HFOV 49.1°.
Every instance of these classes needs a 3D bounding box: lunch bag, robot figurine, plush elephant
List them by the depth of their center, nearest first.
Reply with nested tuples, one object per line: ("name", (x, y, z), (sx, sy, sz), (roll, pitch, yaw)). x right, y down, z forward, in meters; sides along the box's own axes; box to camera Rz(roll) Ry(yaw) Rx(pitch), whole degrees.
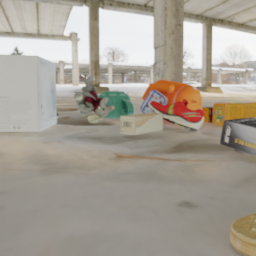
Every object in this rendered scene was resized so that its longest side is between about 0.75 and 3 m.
("lunch bag", (1.063, -0.981, 11.901), (0.938, 1.171, 0.442), (39, 23, 18))
("plush elephant", (-1.424, -1.028, 12.393), (1.472, 1.901, 1.566), (19, 44, 9))
("robot figurine", (2.058, -1.217, 12.637), (2.936, 2.112, 1.712), (20, 38, 41))

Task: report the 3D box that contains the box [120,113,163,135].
("box", (0.493, -0.159, 9.833), (0.739, 0.605, 1.556), (6, 10, 40))

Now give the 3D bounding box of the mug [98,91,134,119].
("mug", (-0.592, -1.252, 14.787), (2.198, 1.359, 1.806), (2, 8, 16))

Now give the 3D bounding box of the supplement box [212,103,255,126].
("supplement box", (5.014, -0.595, 11.707), (2.879, 0.990, 0.958), (-5, 7, -17))

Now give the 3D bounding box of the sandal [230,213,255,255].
("sandal", (1.917, 0.770, 3.110), (2.076, 0.683, 0.761), (-6, 10, -35))

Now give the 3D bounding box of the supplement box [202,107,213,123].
("supplement box", (3.986, -0.610, 12.915), (0.952, 0.632, 0.939), (0, 8, 2))

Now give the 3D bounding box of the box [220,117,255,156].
("box", (3.676, 0.242, 6.320), (2.521, 0.609, 1.997), (-6, 18, -37))

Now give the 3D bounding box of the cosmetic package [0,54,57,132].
("cosmetic package", (-3.741, -1.293, 10.550), (1.603, 2.608, 2.600), (-1, 8, -1))

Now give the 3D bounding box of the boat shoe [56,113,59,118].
("boat shoe", (-3.748, -0.661, 14.492), (0.290, 0.285, 0.804), (-2, 9, -17))

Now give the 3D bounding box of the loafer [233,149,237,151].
("loafer", (2.829, 0.402, 7.164), (0.279, 0.319, 0.887), (11, 18, 12))

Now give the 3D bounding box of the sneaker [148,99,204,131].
("sneaker", (1.815, -0.644, 10.447), (2.338, 0.993, 0.900), (26, -1, 38))
